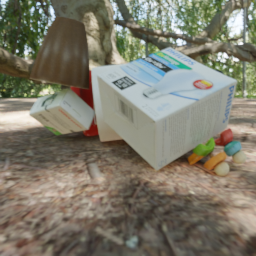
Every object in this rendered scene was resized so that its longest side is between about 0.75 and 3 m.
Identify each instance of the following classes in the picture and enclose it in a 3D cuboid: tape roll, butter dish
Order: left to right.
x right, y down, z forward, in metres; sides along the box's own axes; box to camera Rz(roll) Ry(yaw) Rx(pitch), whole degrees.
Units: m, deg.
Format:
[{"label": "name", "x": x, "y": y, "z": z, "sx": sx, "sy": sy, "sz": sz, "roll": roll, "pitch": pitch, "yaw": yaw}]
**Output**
[{"label": "butter dish", "x": -1.591, "y": -1.008, "z": 11.530, "sx": 1.846, "sy": 2.491, "sz": 2.497, "roll": 1, "pitch": 7, "yaw": 33}, {"label": "tape roll", "x": -0.205, "y": -0.868, "z": 9.468, "sx": 1.742, "sy": 2.537, "sz": 2.537, "roll": -6, "pitch": 9, "yaw": -2}]

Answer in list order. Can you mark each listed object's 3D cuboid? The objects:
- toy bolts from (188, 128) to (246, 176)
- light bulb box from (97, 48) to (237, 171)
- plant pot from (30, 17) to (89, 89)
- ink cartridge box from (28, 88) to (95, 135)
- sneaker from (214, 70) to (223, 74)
[{"label": "toy bolts", "x": 2.095, "y": 0.692, "z": 6.465, "sx": 1.188, "sy": 0.824, "sz": 1.135, "roll": -26, "pitch": -23, "yaw": -22}, {"label": "light bulb box", "x": 0.874, "y": -0.621, "z": 6.865, "sx": 2.359, "sy": 1.472, "sz": 2.338, "roll": -27, "pitch": 46, "yaw": -24}, {"label": "plant pot", "x": -2.051, "y": -2.422, "z": 9.051, "sx": 1.901, "sy": 2.034, "sz": 1.901, "roll": 10, "pitch": 8, "yaw": -1}, {"label": "ink cartridge box", "x": -2.273, "y": -0.495, "z": 9.676, "sx": 1.883, "sy": 0.791, "sz": 1.374, "roll": -8, "pitch": -40, "yaw": 40}, {"label": "sneaker", "x": 2.748, "y": -1.697, "z": 11.024, "sx": 0.962, "sy": 1.132, "sz": 2.611, "roll": -2, "pitch": 6, "yaw": -25}]
